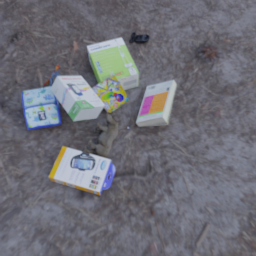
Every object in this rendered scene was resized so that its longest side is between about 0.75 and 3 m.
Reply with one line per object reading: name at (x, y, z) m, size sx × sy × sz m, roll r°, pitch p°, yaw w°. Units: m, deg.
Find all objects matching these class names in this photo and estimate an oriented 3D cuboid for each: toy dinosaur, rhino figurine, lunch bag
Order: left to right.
lunch bag at (-3.545, -0.778, 11.540) m, size 1.386 × 1.039 × 1.630 m, roll -11°, pitch 73°, yaw -7°
toy dinosaur at (-3.244, -2.205, 12.069) m, size 1.267 × 1.150 × 0.665 m, roll 17°, pitch 26°, yaw 14°
rhino figurine at (-0.881, 0.205, 11.052) m, size 0.916 × 0.626 × 2.095 m, roll 28°, pitch 67°, yaw -8°

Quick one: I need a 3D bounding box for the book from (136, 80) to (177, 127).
book at (1.139, -1.012, 11.440) m, size 1.336 × 0.480 × 1.999 m, roll -7°, pitch 51°, yaw 37°

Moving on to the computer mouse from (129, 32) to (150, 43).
computer mouse at (0.615, -4.469, 14.062) m, size 1.013 × 0.267 × 0.701 m, roll 9°, pitch 62°, yaw 18°

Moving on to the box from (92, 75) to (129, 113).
box at (-0.718, -1.373, 11.555) m, size 1.083 × 1.125 × 0.686 m, roll -34°, pitch 49°, yaw 0°

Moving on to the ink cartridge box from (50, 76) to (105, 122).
ink cartridge box at (-1.915, -1.145, 10.584) m, size 1.243 × 0.748 × 1.711 m, roll -12°, pitch 56°, yaw -51°

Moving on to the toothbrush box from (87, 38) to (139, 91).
toothbrush box at (-0.700, -2.772, 12.626) m, size 1.696 × 1.003 × 2.329 m, roll -18°, pitch 62°, yaw -10°

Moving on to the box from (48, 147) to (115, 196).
box at (-1.635, 1.616, 10.428) m, size 2.235 × 0.464 × 1.331 m, roll 16°, pitch 60°, yaw 6°
